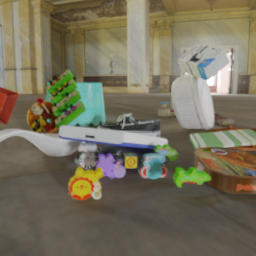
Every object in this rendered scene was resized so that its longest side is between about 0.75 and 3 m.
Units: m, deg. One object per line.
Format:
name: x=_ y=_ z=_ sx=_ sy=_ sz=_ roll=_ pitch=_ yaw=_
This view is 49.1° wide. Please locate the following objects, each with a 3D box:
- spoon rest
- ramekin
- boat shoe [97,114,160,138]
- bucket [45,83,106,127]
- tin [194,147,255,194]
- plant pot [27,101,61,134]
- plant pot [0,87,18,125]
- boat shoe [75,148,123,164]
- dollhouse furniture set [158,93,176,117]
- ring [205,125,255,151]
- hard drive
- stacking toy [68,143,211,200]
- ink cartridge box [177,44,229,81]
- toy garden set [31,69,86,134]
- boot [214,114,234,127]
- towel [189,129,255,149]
spoon rest: x=-2.378 y=0.386 z=7.372 sx=1.448 sy=0.883 sz=2.914 roll=8 pitch=13 yaw=40
ramekin: x=2.727 y=-1.127 z=11.848 sx=1.197 sy=2.570 sz=2.570 roll=-10 pitch=4 yaw=27
boat shoe: x=-0.006 y=-0.101 z=10.386 sx=2.424 sy=0.828 sz=0.895 roll=4 pitch=10 yaw=23
bucket: x=-2.577 y=-1.211 z=13.630 sx=3.040 sy=1.978 sz=3.040 roll=1 pitch=9 yaw=0
tin: x=2.148 y=0.844 z=5.999 sx=1.264 sy=0.472 sz=2.257 roll=4 pitch=9 yaw=0
plant pot: x=-3.251 y=-0.342 z=11.122 sx=1.259 sy=1.259 sz=1.153 roll=-1 pitch=-5 yaw=-8
plant pot: x=-3.643 y=-0.687 z=7.542 sx=0.972 sy=0.971 sz=0.856 roll=20 pitch=-4 yaw=-15
boat shoe: x=-0.708 y=0.686 z=6.892 sx=1.201 sy=0.426 sz=0.433 roll=-1 pitch=9 yaw=-6
dollhouse furniture set: x=2.865 y=-1.405 z=16.649 sx=1.339 sy=1.347 sz=1.911 roll=7 pitch=11 yaw=38
ring: x=3.724 y=0.258 z=9.344 sx=2.580 sy=0.248 sz=2.580 roll=-5 pitch=12 yaw=1
hard drive: x=-0.253 y=0.296 z=7.515 sx=1.797 sy=0.345 sz=2.723 roll=5 pitch=-3 yaw=28
stacking toy: x=0.104 y=0.836 z=5.814 sx=2.542 sy=0.597 sz=1.916 roll=1 pitch=11 yaw=-9
ink cartridge box: x=2.829 y=-2.538 z=10.676 sx=1.128 sy=0.651 sz=1.555 roll=-40 pitch=36 yaw=-8
toy garden set: x=-2.653 y=-0.853 z=9.663 sx=2.048 sy=0.490 sz=2.456 roll=-37 pitch=46 yaw=9
boot: x=3.983 y=-0.393 z=13.308 sx=1.593 sy=0.549 sz=1.709 roll=-2 pitch=14 yaw=-2
towel: x=2.977 y=0.373 z=8.585 sx=1.981 sy=0.232 sz=1.511 roll=-5 pitch=12 yaw=5
